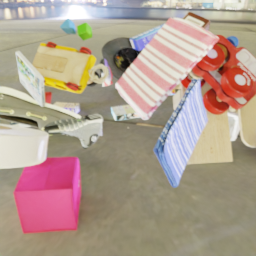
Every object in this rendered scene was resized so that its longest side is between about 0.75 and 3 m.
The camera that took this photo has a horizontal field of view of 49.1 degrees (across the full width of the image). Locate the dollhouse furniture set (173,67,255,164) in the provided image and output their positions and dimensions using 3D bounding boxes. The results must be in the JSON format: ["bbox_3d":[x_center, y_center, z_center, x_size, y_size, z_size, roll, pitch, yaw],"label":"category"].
[{"bbox_3d":[2.649,-0.171,8.510,2.844,2.436,2.990,-2,-8,-6],"label":"dollhouse furniture set"}]

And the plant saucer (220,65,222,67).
[{"bbox_3d":[4.673,-2.711,13.811,2.198,0.342,2.198,-2,25,1],"label":"plant saucer"}]

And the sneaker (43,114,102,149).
[{"bbox_3d":[-1.170,0.177,6.262,1.305,0.753,0.490,-11,26,-15],"label":"sneaker"}]

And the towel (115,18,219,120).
[{"bbox_3d":[0.752,-1.370,6.286,0.337,2.252,1.648,32,15,-39],"label":"towel"}]

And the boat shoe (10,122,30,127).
[{"bbox_3d":[-3.228,-0.141,8.584,0.768,0.288,0.238,-16,61,-5],"label":"boat shoe"}]

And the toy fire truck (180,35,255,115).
[{"bbox_3d":[2.278,-1.389,6.562,1.656,1.106,1.973,-37,80,-24],"label":"toy fire truck"}]

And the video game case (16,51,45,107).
[{"bbox_3d":[-2.087,-1.034,6.013,0.104,0.860,0.943,-31,65,-31],"label":"video game case"}]

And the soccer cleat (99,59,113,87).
[{"bbox_3d":[-0.799,-2.056,10.359,0.475,1.297,0.442,-10,56,-12],"label":"soccer cleat"}]

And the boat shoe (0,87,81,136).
[{"bbox_3d":[-2.405,-0.249,7.924,2.861,0.855,1.023,20,-17,-6],"label":"boat shoe"}]

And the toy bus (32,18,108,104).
[{"bbox_3d":[-1.771,-1.771,8.881,2.472,2.619,1.353,-29,-22,13],"label":"toy bus"}]

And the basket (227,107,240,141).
[{"bbox_3d":[2.759,-0.219,8.346,1.176,0.797,0.725,18,27,32],"label":"basket"}]

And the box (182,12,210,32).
[{"bbox_3d":[2.319,-2.916,10.951,1.032,2.754,1.379,36,75,26],"label":"box"}]

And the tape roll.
[{"bbox_3d":[-2.782,0.172,4.733,2.825,0.516,2.825,7,1,0],"label":"tape roll"}]

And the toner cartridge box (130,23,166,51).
[{"bbox_3d":[0.744,-2.370,7.120,1.322,0.285,0.628,-25,26,-6],"label":"toner cartridge box"}]

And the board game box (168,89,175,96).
[{"bbox_3d":[1.146,-1.487,8.361,0.292,1.022,1.044,-6,5,18],"label":"board game box"}]

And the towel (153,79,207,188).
[{"bbox_3d":[1.043,0.104,5.055,0.204,1.236,1.707,13,57,35],"label":"towel"}]

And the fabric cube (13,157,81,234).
[{"bbox_3d":[-1.421,1.214,5.205,0.998,0.979,0.994,-1,26,-5],"label":"fabric cube"}]

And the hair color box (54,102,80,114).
[{"bbox_3d":[-2.192,-0.678,9.818,0.876,0.284,0.479,3,26,11],"label":"hair color box"}]

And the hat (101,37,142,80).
[{"bbox_3d":[0.270,-2.834,11.089,2.546,2.546,1.027,12,55,23],"label":"hat"}]

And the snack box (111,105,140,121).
[{"bbox_3d":[0.045,-0.553,9.565,1.151,0.214,0.669,-9,31,-13],"label":"snack box"}]
